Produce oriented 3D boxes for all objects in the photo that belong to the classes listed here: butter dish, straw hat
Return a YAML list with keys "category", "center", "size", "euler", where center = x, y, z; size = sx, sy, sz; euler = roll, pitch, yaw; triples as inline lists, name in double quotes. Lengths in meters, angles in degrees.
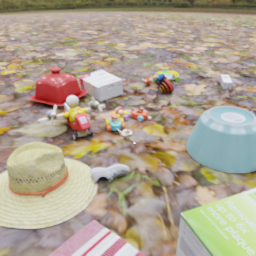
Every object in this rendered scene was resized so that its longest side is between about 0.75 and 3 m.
- category: "butter dish"
  center: [-3.016, -1.859, 11.907]
  size: [1.952, 1.443, 1.947]
  euler: [14, 31, 26]
- category: "straw hat"
  center: [-2.212, 1.028, 6.817]
  size: [2.871, 1.215, 2.871]
  euler: [0, 28, 0]

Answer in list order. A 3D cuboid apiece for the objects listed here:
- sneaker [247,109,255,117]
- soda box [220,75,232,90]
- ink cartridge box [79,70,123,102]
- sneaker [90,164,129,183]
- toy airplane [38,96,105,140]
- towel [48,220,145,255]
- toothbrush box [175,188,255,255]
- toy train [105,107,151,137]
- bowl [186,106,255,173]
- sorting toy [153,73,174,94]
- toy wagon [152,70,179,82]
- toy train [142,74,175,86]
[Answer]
- category: "sneaker"
  center: [4.480, -0.521, 10.549]
  size: [1.076, 0.402, 0.434]
  euler: [4, 28, 8]
- category: "soda box"
  center: [4.813, -2.261, 13.820]
  size: [0.399, 0.373, 1.173]
  euler: [5, 28, 8]
- category: "ink cartridge box"
  center: [-1.236, -1.935, 12.751]
  size: [1.277, 0.734, 1.760]
  euler: [-23, 35, -28]
- category: "sneaker"
  center: [-0.456, 1.259, 7.381]
  size: [1.030, 0.385, 0.422]
  euler: [-9, 48, -9]
- category: "toy airplane"
  center: [-1.880, -0.534, 9.624]
  size: [1.830, 1.297, 1.838]
  euler: [6, 30, 15]
- category: "towel"
  center: [-0.420, 2.543, 5.064]
  size: [1.891, 0.215, 1.362]
  euler: [23, 33, 33]
- category: "toothbrush box"
  center: [2.549, 2.144, 4.729]
  size: [2.818, 1.213, 2.052]
  euler: [-9, 30, -20]
- category: "toy train"
  center: [-0.027, -0.391, 10.184]
  size: [1.397, 0.517, 1.860]
  euler: [12, 30, 22]
- category: "bowl"
  center: [2.985, 0.160, 8.401]
  size: [2.382, 1.246, 2.382]
  euler: [-1, 28, 1]
- category: "sorting toy"
  center: [1.548, -2.047, 13.136]
  size: [0.606, 0.887, 1.476]
  euler: [-31, 29, -2]
- category: "toy wagon"
  center: [1.903, -2.696, 14.700]
  size: [1.546, 0.306, 1.199]
  euler: [-12, 30, -21]
- category: "toy train"
  center: [1.526, -2.318, 13.786]
  size: [1.531, 0.426, 1.150]
  euler: [1, 25, 27]
